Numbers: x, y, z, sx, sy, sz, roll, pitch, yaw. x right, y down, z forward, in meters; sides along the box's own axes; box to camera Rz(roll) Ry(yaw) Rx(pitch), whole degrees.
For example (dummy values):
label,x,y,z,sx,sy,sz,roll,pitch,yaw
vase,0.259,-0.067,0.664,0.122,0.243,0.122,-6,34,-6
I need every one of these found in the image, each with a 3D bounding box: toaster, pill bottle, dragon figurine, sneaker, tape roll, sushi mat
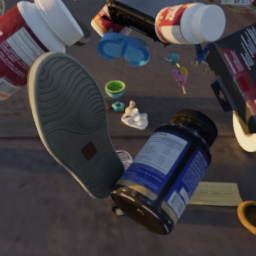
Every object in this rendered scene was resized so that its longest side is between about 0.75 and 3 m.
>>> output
label,x,y,z,sx,sy,sz,roll,pitch,yaw
toaster,0.553,-3.559,8.114,2.564,1.522,2.319,23,8,-6
pill bottle,-0.116,-4.130,9.942,2.310,1.265,1.265,-45,44,14
pill bottle,0.738,0.680,4.976,1.177,1.177,2.104,25,60,26
dragon figurine,2.562,-2.259,8.746,1.829,0.909,0.538,31,58,13
sneaker,-1.076,-0.028,4.516,1.042,2.787,1.481,-39,48,-24
tape roll,3.636,-0.183,7.923,0.596,1.704,1.704,-5,41,-5
sneaker,-2.138,-2.847,8.727,1.032,1.466,2.760,19,25,-42
sushi mat,2.068,1.644,7.029,1.476,0.089,0.706,2,41,3
pill bottle,-1.736,-1.367,4.631,1.835,1.048,1.048,-34,44,7
pill bottle,1.198,-2.058,5.586,0.748,0.748,1.365,-22,25,-23

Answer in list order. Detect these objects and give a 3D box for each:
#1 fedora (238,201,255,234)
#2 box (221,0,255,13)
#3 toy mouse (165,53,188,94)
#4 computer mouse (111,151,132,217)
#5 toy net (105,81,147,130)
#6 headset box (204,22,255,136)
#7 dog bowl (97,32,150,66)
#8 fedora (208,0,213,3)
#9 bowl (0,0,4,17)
label,x,y,z,sx,sy,sz,roll,pitch,yaw
fedora,2.871,2.083,6.320,0.890,0.363,0.890,0,36,0
box,3.476,-3.696,8.330,0.951,0.300,1.727,16,20,31
toy mouse,1.199,-1.435,6.754,0.232,1.066,1.199,-22,56,24
computer mouse,-0.051,1.383,7.127,1.023,0.409,1.866,-11,48,-6
toy net,-0.266,-0.747,9.492,1.272,0.468,2.425,-22,46,-23
headset box,3.023,-1.186,5.678,2.665,1.029,1.983,-27,84,3
dog bowl,-0.130,-2.623,9.279,1.760,0.981,0.436,12,63,-7
fedora,2.637,-4.141,8.009,0.447,1.095,1.095,20,45,22
bowl,-3.768,-2.553,6.706,0.786,1.675,1.675,29,39,-17
